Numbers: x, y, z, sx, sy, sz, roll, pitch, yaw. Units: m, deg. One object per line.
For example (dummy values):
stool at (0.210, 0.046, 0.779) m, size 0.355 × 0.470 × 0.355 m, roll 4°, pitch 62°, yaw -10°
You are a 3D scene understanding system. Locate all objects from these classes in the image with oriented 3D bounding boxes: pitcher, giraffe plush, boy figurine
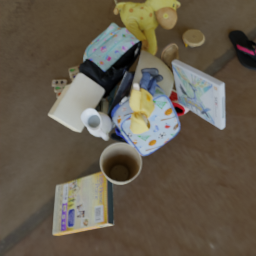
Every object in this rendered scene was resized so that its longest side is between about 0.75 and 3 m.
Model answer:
pitcher at (-0.844, -0.010, 8.477) m, size 0.752 × 1.241 × 1.065 m, roll -35°, pitch 79°, yaw 2°
giraffe plush at (1.020, -4.558, 11.470) m, size 2.309 × 2.848 × 2.457 m, roll -24°, pitch 15°, yaw 22°
boy figurine at (0.409, -0.705, 7.267) m, size 0.576 × 1.111 × 1.787 m, roll -1°, pitch 60°, yaw 32°

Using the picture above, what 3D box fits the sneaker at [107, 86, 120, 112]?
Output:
sneaker at (-0.538, -0.966, 10.925) m, size 0.635 × 0.554 × 1.413 m, roll 19°, pitch 97°, yaw 45°

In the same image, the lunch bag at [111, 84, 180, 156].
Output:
lunch bag at (0.575, -0.203, 9.136) m, size 1.958 × 2.444 × 0.923 m, roll -34°, pitch 49°, yaw 1°

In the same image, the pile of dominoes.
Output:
pile of dominoes at (-1.835, -1.393, 11.421) m, size 2.123 × 0.434 × 2.724 m, roll -20°, pitch 60°, yaw -12°

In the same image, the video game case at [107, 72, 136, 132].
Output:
video game case at (-0.294, -0.883, 9.771) m, size 0.216 × 1.623 × 2.272 m, roll 25°, pitch 105°, yaw 5°

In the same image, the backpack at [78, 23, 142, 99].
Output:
backpack at (-0.623, -2.473, 10.033) m, size 1.574 × 2.075 × 2.487 m, roll 40°, pitch 74°, yaw -2°

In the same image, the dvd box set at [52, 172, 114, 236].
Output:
dvd box set at (-1.397, 2.308, 8.544) m, size 2.167 × 0.319 × 1.585 m, roll -22°, pitch 56°, yaw 27°

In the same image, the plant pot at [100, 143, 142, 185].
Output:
plant pot at (-0.228, 1.148, 7.855) m, size 1.101 × 1.175 × 1.101 m, roll 2°, pitch 65°, yaw -3°

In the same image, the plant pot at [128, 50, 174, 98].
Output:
plant pot at (0.825, -1.538, 9.847) m, size 1.358 × 2.024 × 2.024 m, roll 17°, pitch 60°, yaw -2°

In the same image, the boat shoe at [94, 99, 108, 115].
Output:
boat shoe at (-1.112, -0.681, 10.338) m, size 0.696 × 0.707 × 1.962 m, roll 1°, pitch 13°, yaw -11°

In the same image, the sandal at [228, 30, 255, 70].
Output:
sandal at (5.348, -3.646, 12.684) m, size 0.992 × 0.595 × 2.641 m, roll -12°, pitch 59°, yaw -7°

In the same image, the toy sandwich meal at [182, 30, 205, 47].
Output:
toy sandwich meal at (3.042, -4.179, 13.162) m, size 1.149 × 0.394 × 1.149 m, roll 0°, pitch 63°, yaw 0°

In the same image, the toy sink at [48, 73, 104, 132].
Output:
toy sink at (-1.692, -0.818, 9.117) m, size 1.049 × 0.902 × 1.609 m, roll 33°, pitch 79°, yaw -24°

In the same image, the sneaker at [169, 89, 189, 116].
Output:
sneaker at (1.229, -1.185, 10.679) m, size 2.369 × 0.928 × 1.368 m, roll 21°, pitch 25°, yaw 15°

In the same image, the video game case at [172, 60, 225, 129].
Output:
video game case at (2.165, -1.035, 8.651) m, size 0.214 × 1.776 × 1.949 m, roll -35°, pitch 46°, yaw -14°

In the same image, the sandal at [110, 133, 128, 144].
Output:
sandal at (-0.149, 0.371, 10.263) m, size 0.999 × 0.239 × 0.376 m, roll 12°, pitch 44°, yaw -7°

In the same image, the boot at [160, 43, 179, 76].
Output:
boot at (1.621, -2.294, 9.880) m, size 0.702 × 1.907 × 0.720 m, roll -33°, pitch 69°, yaw 3°
